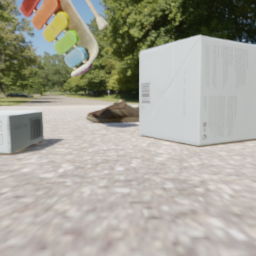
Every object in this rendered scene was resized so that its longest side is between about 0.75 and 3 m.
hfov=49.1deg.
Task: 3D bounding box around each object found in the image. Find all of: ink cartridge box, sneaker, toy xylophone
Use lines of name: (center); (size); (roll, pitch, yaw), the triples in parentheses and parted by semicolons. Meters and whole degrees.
ink cartridge box: (-2.979, 0.035, 4.921); (2.572, 0.647, 1.401); (-1, 6, 4)
sneaker: (-0.453, -0.658, 10.743); (2.341, 0.884, 0.824); (-1, 6, -17)
toy xylophone: (-1.622, -2.691, 6.910); (0.686, 2.729, 1.998); (-44, 10, -32)

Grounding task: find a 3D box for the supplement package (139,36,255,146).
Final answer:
supplement package: (1.809, -0.760, 6.253); (2.547, 1.933, 1.919); (-3, 6, -31)
